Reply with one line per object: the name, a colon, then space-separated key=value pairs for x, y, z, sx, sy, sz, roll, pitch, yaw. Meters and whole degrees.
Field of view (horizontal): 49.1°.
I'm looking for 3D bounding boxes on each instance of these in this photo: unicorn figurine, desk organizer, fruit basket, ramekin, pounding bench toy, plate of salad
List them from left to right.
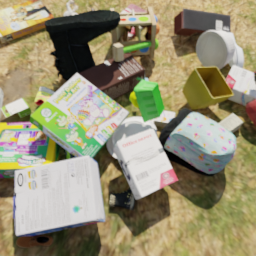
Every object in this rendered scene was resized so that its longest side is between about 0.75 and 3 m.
unicorn figurine: x=-2.407 y=-4.894 z=12.515 sx=2.201 sy=0.813 sz=1.512 roll=16 pitch=75 yaw=1
plate of salad: x=0.124 y=0.369 z=9.305 sx=1.750 sy=0.420 sz=1.750 roll=-12 pitch=49 yaw=15
pounding bench toy: x=0.303 y=-3.461 z=10.982 sx=1.899 sy=1.512 sz=2.435 roll=-3 pitch=47 yaw=-3
fruit basket: x=0.446 y=-0.848 z=8.701 sx=1.256 sy=1.256 sz=0.906 roll=22 pitch=41 yaw=14
desk organizer: x=3.221 y=-4.486 z=12.241 sx=2.345 sy=0.903 sz=0.841 roll=0 pitch=89 yaw=-18
ramekin: x=3.340 y=-2.972 z=10.568 sx=0.686 sy=1.474 sz=1.474 roll=-25 pitch=59 yaw=-29

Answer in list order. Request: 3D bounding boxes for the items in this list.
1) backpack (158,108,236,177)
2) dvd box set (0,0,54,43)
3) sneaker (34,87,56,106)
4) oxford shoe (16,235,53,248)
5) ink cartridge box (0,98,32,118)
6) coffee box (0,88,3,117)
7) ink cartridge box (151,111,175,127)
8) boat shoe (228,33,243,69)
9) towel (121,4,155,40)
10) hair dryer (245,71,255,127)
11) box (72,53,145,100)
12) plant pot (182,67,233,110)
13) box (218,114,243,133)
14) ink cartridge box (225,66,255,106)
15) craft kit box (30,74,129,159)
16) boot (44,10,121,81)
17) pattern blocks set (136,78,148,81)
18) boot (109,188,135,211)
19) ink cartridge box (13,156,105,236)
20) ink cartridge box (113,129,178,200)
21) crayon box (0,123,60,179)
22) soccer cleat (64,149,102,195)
backpack: x=2.186 y=0.461 z=8.728 sx=2.169 sy=1.373 sz=1.810 roll=36 pitch=62 yaw=20
dvd box set: x=-4.944 y=-5.000 z=12.904 sx=2.623 sy=0.386 sz=1.919 roll=-28 pitch=60 yaw=-17
sneaker: x=-2.610 y=-0.854 z=10.072 sx=1.702 sy=0.665 sz=0.768 roll=19 pitch=65 yaw=18
oxford shoe: x=-2.570 y=3.052 z=7.625 sx=0.997 sy=0.355 sz=0.356 roll=-4 pitch=59 yaw=-2
ink cartridge box: x=-3.983 y=-0.625 z=9.967 sx=0.854 sy=0.324 sz=0.632 roll=-29 pitch=52 yaw=-21
coffee box: x=-5.836 y=-0.769 z=8.748 sx=2.685 sy=2.655 sz=2.681 roll=-8 pitch=57 yaw=-5
ink cartridge box: x=1.176 y=-0.333 z=9.888 sx=0.880 sy=0.298 sz=0.507 roll=9 pitch=57 yaw=6
boat shoe: x=4.034 y=-3.081 z=11.455 sx=0.777 sy=0.855 sz=2.326 roll=-1 pitch=44 yaw=2
towel: x=0.092 y=-4.957 z=12.978 sx=1.511 sy=0.239 sz=2.097 roll=32 pitch=62 yaw=20
hair dryer: x=4.941 y=-0.707 z=9.327 sx=1.895 sy=0.676 sz=2.488 roll=13 pitch=94 yaw=20
box: x=-0.703 y=-1.784 z=10.494 sx=2.467 sy=0.925 sz=1.235 roll=-30 pitch=61 yaw=-16
plant pot: x=2.652 y=-1.306 z=9.810 sx=1.240 sy=1.094 sz=1.240 roll=-11 pitch=69 yaw=-37
box: x=3.359 y=0.000 z=9.602 sx=1.036 sy=0.403 sz=0.492 roll=-30 pitch=62 yaw=-18
ink cartridge box: x=4.379 y=-1.469 z=10.400 sx=1.596 sy=0.684 sz=1.178 roll=27 pitch=61 yaw=14
craft kit box: x=-1.461 y=-0.334 z=8.820 sx=2.206 sy=0.542 sz=2.233 roll=35 pitch=58 yaw=4
boot: x=-1.527 y=-2.906 z=10.212 sx=2.796 sy=2.291 sz=1.035 roll=-8 pitch=42 yaw=2
pattern blocks set: x=0.684 y=-1.316 z=10.267 sx=1.069 sy=0.099 sz=1.216 roll=-14 pitch=76 yaw=-48
boot: x=-0.138 y=1.940 z=8.363 sx=0.748 sy=0.357 sz=0.990 roll=4 pitch=54 yaw=7
ink cartridge box: x=-2.016 y=1.859 z=7.468 sx=2.511 sy=0.959 sz=1.713 roll=-12 pitch=67 yaw=3
ink cartridge box: x=0.467 y=1.046 z=8.145 sx=1.215 sy=0.708 sz=1.679 roll=-21 pitch=76 yaw=-19
crayon box: x=-3.286 y=0.688 z=8.951 sx=2.084 sy=0.607 sz=1.798 roll=-1 pitch=52 yaw=0
soccer cleat: x=-1.425 y=1.278 z=8.660 sx=0.885 sy=0.737 sz=2.184 roll=-9 pitch=59 yaw=-23
